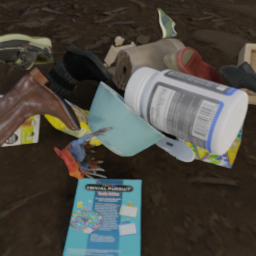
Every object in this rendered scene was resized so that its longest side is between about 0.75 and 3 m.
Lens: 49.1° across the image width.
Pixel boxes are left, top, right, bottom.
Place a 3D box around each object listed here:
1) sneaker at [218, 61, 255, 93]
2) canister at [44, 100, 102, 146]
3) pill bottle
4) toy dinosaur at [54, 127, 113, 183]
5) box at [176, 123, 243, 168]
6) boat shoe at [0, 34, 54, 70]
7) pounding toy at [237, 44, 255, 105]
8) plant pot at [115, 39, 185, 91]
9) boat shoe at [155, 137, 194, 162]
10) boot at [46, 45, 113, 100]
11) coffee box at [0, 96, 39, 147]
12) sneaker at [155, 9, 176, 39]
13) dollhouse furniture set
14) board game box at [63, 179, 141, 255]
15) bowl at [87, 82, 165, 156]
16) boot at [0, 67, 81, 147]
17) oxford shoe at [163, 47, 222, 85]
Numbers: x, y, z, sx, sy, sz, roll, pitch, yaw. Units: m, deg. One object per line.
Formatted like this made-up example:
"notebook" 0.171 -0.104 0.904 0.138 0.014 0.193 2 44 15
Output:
"sneaker" 3.040 -1.169 7.336 0.418 0.727 1.393 -2 60 -57
"canister" -1.613 -0.217 8.628 1.347 1.813 0.785 41 96 34
"pill bottle" 1.445 -0.590 7.543 2.945 1.675 1.675 25 48 32
"toy dinosaur" -1.295 0.803 6.706 2.327 2.112 1.222 -13 82 19
"box" 2.602 0.032 8.917 1.785 1.130 1.853 15 44 16
"boat shoe" -2.561 -1.798 6.866 0.789 0.726 2.208 -22 7 26
"pounding toy" 4.517 -0.995 8.478 2.352 2.678 1.225 6 3 11
"plant pot" 0.717 -2.047 10.015 2.011 2.318 2.318 -5 40 -28
"boat shoe" 1.439 0.666 8.361 1.344 0.573 0.496 24 84 37
"boot" -1.813 -1.576 9.378 1.971 0.992 2.636 -51 44 -5
"coffee box" -3.343 -0.240 8.373 1.083 1.094 1.095 -6 42 -29
"sneaker" 1.430 -3.886 10.473 0.610 0.456 1.360 -3 64 -10
"dollhouse furniture set" 0.039 -2.465 10.511 1.627 1.907 0.931 -24 72 -38
"board game box" -0.533 2.313 6.858 1.697 0.527 2.248 2 42 2
"bowl" -0.238 -0.090 7.946 1.228 2.348 2.348 -49 51 7
"boot" -2.491 -0.103 6.795 2.190 0.703 2.041 -39 75 -1
"oxford shoe" 2.038 -1.531 8.468 0.917 2.453 0.864 11 67 52
